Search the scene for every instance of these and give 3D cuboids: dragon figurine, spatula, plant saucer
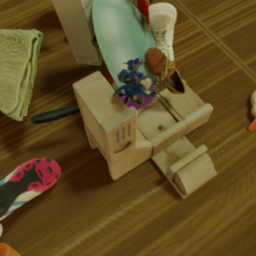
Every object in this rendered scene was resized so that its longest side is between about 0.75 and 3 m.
[{"bbox_3d":[0.011,-0.702,4.700,0.741,1.490,0.438,18,72,-27],"label":"dragon figurine"},{"bbox_3d":[-0.775,-0.435,6.280,2.874,0.812,0.295,-10,64,2],"label":"spatula"},{"bbox_3d":[0.165,-1.963,6.587,0.531,2.759,2.759,-15,62,25],"label":"plant saucer"}]

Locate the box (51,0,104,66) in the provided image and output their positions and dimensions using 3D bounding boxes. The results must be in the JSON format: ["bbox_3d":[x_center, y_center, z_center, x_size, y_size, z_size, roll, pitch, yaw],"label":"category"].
[{"bbox_3d":[-1.050,-2.496,6.600,0.717,2.098,0.862,10,64,13],"label":"box"}]

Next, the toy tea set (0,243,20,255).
[{"bbox_3d":[-3.483,3.444,5.549,2.884,1.068,1.715,-15,36,-4],"label":"toy tea set"}]

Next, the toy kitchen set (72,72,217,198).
[{"bbox_3d":[0.892,0.005,5.995,2.959,2.670,2.414,-31,66,-15],"label":"toy kitchen set"}]

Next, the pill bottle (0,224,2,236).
[{"bbox_3d":[-3.352,2.068,6.010,1.224,0.694,0.694,15,64,26],"label":"pill bottle"}]

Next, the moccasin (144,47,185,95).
[{"bbox_3d":[0.846,-1.229,6.231,0.503,1.376,0.531,-43,35,-6],"label":"moccasin"}]

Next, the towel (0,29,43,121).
[{"bbox_3d":[-2.894,-1.394,6.697,2.716,0.495,2.015,22,99,47],"label":"towel"}]

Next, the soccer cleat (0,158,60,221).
[{"bbox_3d":[-2.404,1.307,5.916,0.755,0.933,2.161,58,36,0],"label":"soccer cleat"}]

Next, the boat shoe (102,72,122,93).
[{"bbox_3d":[-0.113,-1.206,7.860,1.535,0.480,0.546,30,70,15],"label":"boat shoe"}]

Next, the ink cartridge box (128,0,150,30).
[{"bbox_3d":[0.057,-3.673,6.655,0.640,1.823,2.243,-6,52,3],"label":"ink cartridge box"}]

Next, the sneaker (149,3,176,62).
[{"bbox_3d":[0.941,-2.351,7.464,0.768,2.083,1.204,-3,87,12],"label":"sneaker"}]

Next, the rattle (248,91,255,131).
[{"bbox_3d":[3.733,-0.642,7.340,0.922,1.012,1.416,43,65,-1],"label":"rattle"}]
